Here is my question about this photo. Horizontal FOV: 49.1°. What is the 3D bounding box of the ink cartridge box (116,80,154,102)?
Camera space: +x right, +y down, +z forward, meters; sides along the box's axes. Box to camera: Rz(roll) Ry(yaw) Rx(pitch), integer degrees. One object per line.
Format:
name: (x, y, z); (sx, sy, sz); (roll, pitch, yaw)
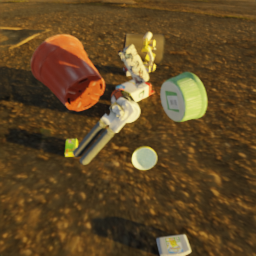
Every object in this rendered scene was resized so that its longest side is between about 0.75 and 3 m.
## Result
ink cartridge box: (0.425, -2.093, 15.426); (1.169, 0.677, 2.012); (30, 44, 35)

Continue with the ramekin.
ramekin: (1.521, -0.839, 8.014); (0.675, 1.381, 1.381); (-19, 39, -22)

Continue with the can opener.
can opener: (-0.569, 0.089, 7.018); (0.531, 2.016, 0.670); (44, 10, 11)

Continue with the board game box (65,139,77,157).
board game box: (-2.380, 0.824, 11.701); (0.453, 0.212, 0.891); (-4, 35, -5)

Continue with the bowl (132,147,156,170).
bowl: (0.477, 0.870, 8.631); (0.752, 0.752, 0.405); (-2, 22, -2)

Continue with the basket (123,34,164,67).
basket: (0.686, -3.763, 13.180); (1.774, 1.207, 1.600); (6, 77, -8)

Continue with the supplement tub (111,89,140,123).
supplement tub: (-0.204, -1.147, 13.730); (1.108, 1.108, 1.808); (-9, 36, -13)

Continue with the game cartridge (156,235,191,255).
game cartridge: (1.313, 3.420, 8.071); (0.897, 0.182, 0.598); (-5, 39, -7)

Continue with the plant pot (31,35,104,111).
plant pot: (-2.106, -1.897, 10.336); (2.201, 2.201, 2.140); (-23, 57, -29)

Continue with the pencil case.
pencil case: (0.181, -1.938, 8.922); (0.583, 1.303, 0.507); (-34, 21, -14)

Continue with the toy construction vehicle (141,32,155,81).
toy construction vehicle: (0.825, -2.739, 11.247); (0.634, 1.799, 1.567); (14, 47, 13)

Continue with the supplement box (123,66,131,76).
supplement box: (0.035, -3.677, 18.011); (0.528, 0.295, 0.971); (-9, 37, -12)
